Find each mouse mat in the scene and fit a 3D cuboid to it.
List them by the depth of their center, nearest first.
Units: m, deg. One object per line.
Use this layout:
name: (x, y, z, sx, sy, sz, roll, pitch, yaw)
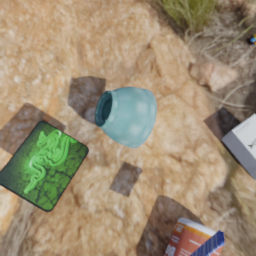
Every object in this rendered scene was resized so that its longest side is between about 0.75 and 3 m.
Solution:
mouse mat: (-2.342, 1.018, 7.898, 1.760, 0.082, 2.188, 31, 63, -2)

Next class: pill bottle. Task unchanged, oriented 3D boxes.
pill bottle: (1.771, 4.307, 8.521, 1.522, 1.522, 2.713, 24, 73, 8)

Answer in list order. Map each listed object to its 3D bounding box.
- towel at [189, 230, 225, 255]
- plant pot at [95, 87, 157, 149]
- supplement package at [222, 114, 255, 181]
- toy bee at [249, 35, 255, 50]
towel: (1.786, 2.893, 6.519, 1.179, 0.853, 0.141, -46, 78, 10)
plant pot: (-0.210, -0.423, 8.309, 1.252, 1.869, 1.869, 15, 69, -31)
supplement package: (4.501, 0.714, 9.921, 1.126, 1.130, 1.927, -33, 75, -10)
toy bee: (5.382, -3.586, 11.703, 0.545, 0.452, 0.832, 23, 78, -39)
